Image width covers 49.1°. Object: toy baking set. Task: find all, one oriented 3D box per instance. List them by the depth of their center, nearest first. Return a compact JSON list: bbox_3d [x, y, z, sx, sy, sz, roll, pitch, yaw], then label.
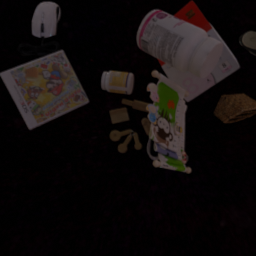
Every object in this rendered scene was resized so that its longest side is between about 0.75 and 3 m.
[{"bbox_3d":[0.505,0.047,8.758,2.372,0.276,1.820,11,71,3],"label":"toy baking set"}]

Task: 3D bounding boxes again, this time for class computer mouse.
[{"bbox_3d":[-3.071,-3.698,10.099,1.389,0.556,2.533,0,68,1],"label":"computer mouse"}]

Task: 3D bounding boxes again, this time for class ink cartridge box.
[{"bbox_3d":[1.839,-2.143,8.287,2.306,1.874,0.658,43,30,-23],"label":"ink cartridge box"}]

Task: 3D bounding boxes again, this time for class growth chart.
[{"bbox_3d":[1.093,-0.097,7.341,0.225,1.839,2.541,-6,79,43],"label":"growth chart"}]

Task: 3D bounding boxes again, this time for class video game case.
[{"bbox_3d":[-2.467,-1.182,8.477,2.004,0.229,1.824,-28,94,-22],"label":"video game case"}]

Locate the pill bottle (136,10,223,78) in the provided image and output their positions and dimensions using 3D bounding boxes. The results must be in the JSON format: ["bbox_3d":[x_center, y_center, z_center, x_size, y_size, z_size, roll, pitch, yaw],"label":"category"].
[{"bbox_3d":[1.312,-2.154,7.244,2.010,1.139,1.139,36,72,25],"label":"pill bottle"}]

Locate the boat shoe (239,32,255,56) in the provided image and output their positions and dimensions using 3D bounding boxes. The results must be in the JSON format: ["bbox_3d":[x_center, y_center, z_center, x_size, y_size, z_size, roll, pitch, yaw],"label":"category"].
[{"bbox_3d":[3.456,-1.980,7.040,1.394,0.471,0.501,26,95,-3],"label":"boat shoe"}]

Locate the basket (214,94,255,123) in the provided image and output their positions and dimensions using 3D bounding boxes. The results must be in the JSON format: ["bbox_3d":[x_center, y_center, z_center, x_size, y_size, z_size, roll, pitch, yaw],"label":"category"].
[{"bbox_3d":[3.307,-0.459,8.410,1.177,0.840,0.877,-9,39,-35],"label":"basket"}]

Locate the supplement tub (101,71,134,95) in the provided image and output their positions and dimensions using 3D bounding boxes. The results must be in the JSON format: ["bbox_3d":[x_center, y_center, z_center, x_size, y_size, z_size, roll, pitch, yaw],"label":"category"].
[{"bbox_3d":[-0.324,-1.412,8.700,0.912,0.663,0.663,9,68,9],"label":"supplement tub"}]
